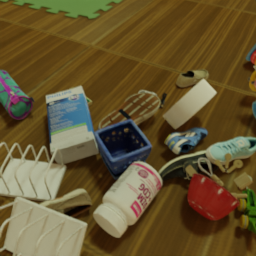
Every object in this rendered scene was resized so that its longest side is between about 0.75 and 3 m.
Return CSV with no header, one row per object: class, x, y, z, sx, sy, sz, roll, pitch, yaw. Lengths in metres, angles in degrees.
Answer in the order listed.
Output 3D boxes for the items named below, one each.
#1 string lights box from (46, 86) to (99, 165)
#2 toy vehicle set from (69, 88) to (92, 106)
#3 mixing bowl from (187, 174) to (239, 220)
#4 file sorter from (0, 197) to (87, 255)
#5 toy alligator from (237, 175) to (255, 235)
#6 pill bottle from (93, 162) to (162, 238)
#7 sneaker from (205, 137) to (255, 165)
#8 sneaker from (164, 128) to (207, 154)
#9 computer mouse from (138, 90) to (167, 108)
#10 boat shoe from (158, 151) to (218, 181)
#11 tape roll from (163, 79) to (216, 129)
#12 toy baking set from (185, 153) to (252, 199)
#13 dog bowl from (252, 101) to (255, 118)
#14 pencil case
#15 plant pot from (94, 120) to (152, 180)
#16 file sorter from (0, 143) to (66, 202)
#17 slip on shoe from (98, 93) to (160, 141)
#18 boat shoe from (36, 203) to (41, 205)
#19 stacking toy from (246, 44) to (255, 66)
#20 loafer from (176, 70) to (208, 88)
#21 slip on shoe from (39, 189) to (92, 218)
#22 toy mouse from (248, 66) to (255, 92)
string lights box,-2.035,-0.186,9.914,1.431,0.821,2.785,-16,48,-3
toy vehicle set,-2.187,-1.151,11.487,0.795,0.170,1.280,-35,55,-29
mixing bowl,2.205,2.013,7.745,1.459,1.459,0.790,32,75,27
file sorter,-2.264,2.753,6.535,2.028,1.407,1.263,16,6,14
toy alligator,3.495,2.260,8.002,0.693,0.502,2.089,10,40,8
pill bottle,0.001,1.963,7.801,1.105,1.105,1.950,28,55,24
sneaker,3.369,0.600,8.908,2.013,0.825,0.744,-10,56,-30
sneaker,2.079,0.474,9.548,1.703,0.630,0.700,-15,51,-25
computer mouse,0.931,-1.221,11.172,1.134,0.622,0.249,16,8,-5
boat shoe,1.883,1.275,8.759,1.992,0.715,0.673,-13,48,-18
tape roll,2.151,-0.820,9.903,0.680,1.945,1.945,48,58,3
toy baking set,2.672,1.493,8.295,1.784,0.208,1.369,-11,71,11
dog bowl,5.102,-0.384,10.138,0.455,1.022,1.834,-18,39,3
pencil case,-4.693,-1.376,11.051,1.025,1.113,2.408,-32,53,-25
plant pot,-0.180,0.749,8.903,1.383,1.243,1.383,-21,50,-18
file sorter,-3.056,1.266,8.463,1.883,1.173,1.307,6,46,6
slip on shoe,0.036,-0.359,10.215,1.041,0.830,2.739,43,60,14
boat shoe,-2.510,2.314,8.024,0.968,0.340,0.341,-9,49,-10
stacking toy,6.459,-2.878,12.678,1.207,1.142,2.080,-8,57,-21
loafer,2.870,-2.251,12.275,1.639,0.560,0.620,-23,50,-21
slip on shoe,-1.915,2.360,7.744,1.909,0.726,0.578,-19,41,-27
toy mouse,5.276,-1.217,10.505,0.519,2.682,2.383,-38,51,17
